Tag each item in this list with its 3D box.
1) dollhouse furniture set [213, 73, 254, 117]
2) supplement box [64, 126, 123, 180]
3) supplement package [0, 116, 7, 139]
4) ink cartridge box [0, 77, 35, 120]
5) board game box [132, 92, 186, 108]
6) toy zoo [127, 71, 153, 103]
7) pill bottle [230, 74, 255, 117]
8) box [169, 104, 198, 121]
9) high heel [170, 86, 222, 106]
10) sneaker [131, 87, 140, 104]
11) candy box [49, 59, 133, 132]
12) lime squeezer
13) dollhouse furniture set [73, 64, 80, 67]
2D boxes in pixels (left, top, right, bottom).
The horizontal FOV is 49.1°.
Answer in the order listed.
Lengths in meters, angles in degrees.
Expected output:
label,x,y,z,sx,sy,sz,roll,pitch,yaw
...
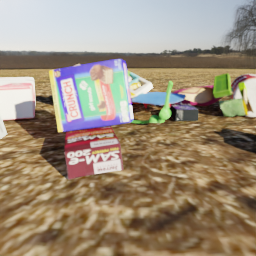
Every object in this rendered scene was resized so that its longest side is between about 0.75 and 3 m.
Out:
label,x,y,z,sx,sy,sz,roll,pitch,yaw
dollhouse furniture set,3.246,-0.760,8.738,0.967,1.936,0.747,-10,49,32
supplement box,-0.743,0.354,5.629,0.988,0.553,1.816,-9,16,-9
supplement package,-3.226,-0.417,5.316,1.191,1.673,2.148,-18,7,-18
ink cartridge box,-4.325,-1.098,9.863,1.988,1.157,2.729,-5,18,-16
board game box,1.056,-0.880,9.763,1.875,0.365,1.481,11,25,39
toy zoo,-0.182,-1.581,11.388,1.709,0.267,2.605,-32,37,-13
pill bottle,4.456,-1.279,10.319,1.314,1.314,2.326,4,17,14
box,1.844,-0.524,9.383,0.739,0.413,1.047,2,13,-4
high heel,2.808,-1.264,10.850,2.413,0.813,1.160,-16,-6,-5
sneaker,-0.239,-1.309,12.002,2.392,0.873,0.923,6,36,36
candy box,-0.726,-0.641,5.630,1.483,1.254,0.571,-8,5,9
lime squeezer,0.762,-0.417,7.985,0.381,0.713,2.018,-41,-3,-45
dollhouse furniture set,-1.396,-2.119,11.124,2.539,1.453,2.977,-15,24,25
